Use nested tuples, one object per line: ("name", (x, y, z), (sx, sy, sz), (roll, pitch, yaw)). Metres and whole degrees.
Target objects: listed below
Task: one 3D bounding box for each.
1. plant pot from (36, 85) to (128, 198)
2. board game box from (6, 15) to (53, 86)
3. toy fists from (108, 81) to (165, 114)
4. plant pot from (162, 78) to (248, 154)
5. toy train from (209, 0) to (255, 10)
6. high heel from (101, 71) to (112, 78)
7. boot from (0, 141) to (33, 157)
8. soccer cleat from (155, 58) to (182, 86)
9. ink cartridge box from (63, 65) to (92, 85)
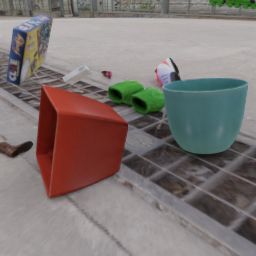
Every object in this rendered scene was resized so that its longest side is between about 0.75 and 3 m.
("plant pot", (-1.074, 0.217, 6.425), (1.658, 1.882, 1.880), (0, 24, -27))
("board game box", (-2.899, -2.407, 8.387), (0.392, 1.534, 2.264), (18, 29, -7))
("toy fists", (0.355, -1.164, 10.302), (1.148, 0.775, 2.253), (-30, 40, -34))
("plant pot", (1.980, -0.319, 7.309), (2.087, 1.675, 2.087), (-5, 16, 1))
("toy train", (2.742, -3.339, 7.295), (1.334, 0.278, 0.376), (20, -10, 30))
("high heel", (-1.061, -2.631, 13.713), (0.494, 0.347, 1.029), (7, 10, -9))
("boot", (-3.100, 0.482, 7.527), (0.801, 0.257, 0.747), (11, 26, 31))
("soccer cleat", (1.751, -2.113, 12.273), (1.012, 0.943, 2.764), (-31, 32, 21))
("ink cartridge box", (-1.577, -1.651, 8.756), (0.781, 0.175, 0.688), (-29, -2, 7))
